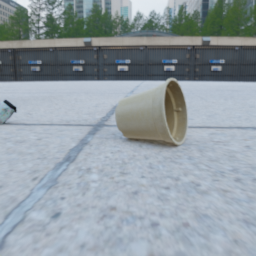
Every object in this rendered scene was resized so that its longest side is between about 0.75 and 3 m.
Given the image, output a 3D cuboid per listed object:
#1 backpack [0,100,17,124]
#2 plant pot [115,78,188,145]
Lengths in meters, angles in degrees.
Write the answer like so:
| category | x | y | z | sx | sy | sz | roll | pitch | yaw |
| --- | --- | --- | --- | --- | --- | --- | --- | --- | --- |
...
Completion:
| category | x | y | z | sx | sy | sz | roll | pitch | yaw |
| --- | --- | --- | --- | --- | --- | --- | --- | --- | --- |
| backpack | -4.812 | -0.613 | 10.769 | 0.749 | 0.898 | 0.568 | 30 | -12 | 40 |
| plant pot | 0.638 | -0.384 | 8.214 | 1.707 | 1.864 | 1.864 | -6 | 8 | 31 |
